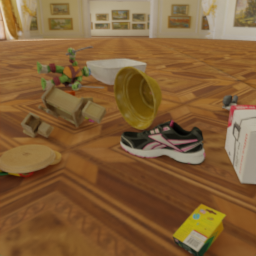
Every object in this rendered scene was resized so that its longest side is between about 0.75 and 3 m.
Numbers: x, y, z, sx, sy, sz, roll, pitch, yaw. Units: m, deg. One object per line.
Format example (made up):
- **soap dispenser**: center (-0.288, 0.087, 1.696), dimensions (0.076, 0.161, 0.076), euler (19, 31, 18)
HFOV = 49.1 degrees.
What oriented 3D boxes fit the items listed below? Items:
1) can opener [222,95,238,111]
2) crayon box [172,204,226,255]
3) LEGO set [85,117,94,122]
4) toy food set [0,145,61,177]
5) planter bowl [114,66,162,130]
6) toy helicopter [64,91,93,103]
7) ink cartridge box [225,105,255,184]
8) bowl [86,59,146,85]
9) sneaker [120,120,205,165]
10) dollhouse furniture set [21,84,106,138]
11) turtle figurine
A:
- **can opener**: center (4.242, -1.105, 11.528), dimensions (0.482, 0.609, 1.831), euler (9, 19, 24)
- **crayon box**: center (1.197, 1.677, 4.621), dimensions (0.817, 0.207, 0.519), euler (-37, 31, -27)
- **LEGO set**: center (-1.443, -0.558, 10.333), dimensions (0.370, 0.398, 0.969), euler (-16, 27, -38)
- **toy food set**: center (-2.530, 0.804, 7.050), dimensions (1.415, 0.348, 1.429), euler (7, 23, 17)
- **planter bowl**: center (0.475, -1.045, 9.120), dimensions (0.861, 2.068, 2.068), euler (-21, 30, -32)
- **toy helicopter**: center (-2.276, -1.083, 11.458), dimensions (1.422, 0.848, 2.150), euler (2, 10, 31)
- **ink cartridge box**: center (3.004, 0.344, 6.844), dimensions (0.767, 1.336, 1.840), euler (3, 22, 6)
- **bowl**: center (-0.683, -3.249, 16.108), dimensions (2.860, 1.068, 2.856), euler (-14, 26, -30)
- **sneaker**: center (0.943, 0.229, 7.606), dimensions (2.315, 1.000, 0.930), euler (6, 21, 16)
- **dollhouse furniture set**: center (-2.003, -0.092, 9.044), dimensions (2.007, 1.116, 1.775), euler (26, 65, 10)
- **turtle figurine**: center (-3.025, -2.943, 14.108), dimensions (2.757, 2.046, 2.843), euler (-14, 22, -23)
